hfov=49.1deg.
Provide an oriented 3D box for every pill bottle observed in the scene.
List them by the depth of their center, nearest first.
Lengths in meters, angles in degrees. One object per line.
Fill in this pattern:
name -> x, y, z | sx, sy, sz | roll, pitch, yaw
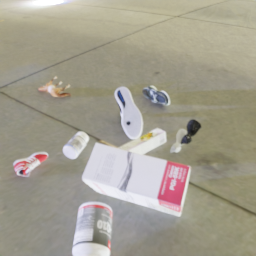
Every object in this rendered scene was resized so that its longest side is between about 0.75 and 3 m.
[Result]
pill bottle -> -0.891, 2.787, 7.045 | 0.909, 0.909, 1.595 | 0, 46, 1
pill bottle -> -1.835, 0.595, 9.946 | 0.552, 0.552, 0.970 | 13, 39, 17

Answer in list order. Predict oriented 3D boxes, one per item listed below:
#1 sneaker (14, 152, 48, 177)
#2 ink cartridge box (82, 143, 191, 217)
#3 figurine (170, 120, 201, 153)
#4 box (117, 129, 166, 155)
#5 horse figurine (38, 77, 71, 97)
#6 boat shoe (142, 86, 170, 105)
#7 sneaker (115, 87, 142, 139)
sneaker -> -3.305, 1.269, 9.623 | 1.176, 0.419, 0.661 | -21, 37, -13
ink cartridge box -> 0.303, 1.483, 7.861 | 2.628, 1.929, 1.089 | 13, 69, 14
figurine -> 2.068, 0.383, 10.391 | 0.504, 1.170, 1.142 | 39, 50, 0
box -> 0.369, 0.707, 10.260 | 2.406, 0.499, 0.466 | -26, 31, -28
horse figurine -> -3.667, -1.971, 14.120 | 1.741, 0.435, 1.154 | 33, 59, 30
boat shoe -> 1.310, -1.492, 13.360 | 0.544, 0.682, 1.804 | -16, 27, -22
sneaker -> 0.161, -0.498, 11.816 | 0.845, 1.293, 2.312 | -18, 69, 7
